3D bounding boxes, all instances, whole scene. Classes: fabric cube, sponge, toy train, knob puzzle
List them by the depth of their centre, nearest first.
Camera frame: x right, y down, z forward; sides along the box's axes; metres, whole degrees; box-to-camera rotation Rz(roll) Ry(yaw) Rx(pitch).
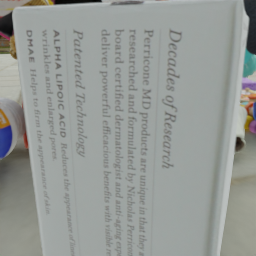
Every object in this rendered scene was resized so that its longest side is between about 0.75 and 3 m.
[{"bbox_3d":[3.202,-0.612,8.632,2.199,0.814,2.928,16,25,39],"label":"toy train"},{"bbox_3d":[-2.047,-3.552,9.423,2.896,2.952,2.942,30,6,-3],"label":"fabric cube"},{"bbox_3d":[4.729,-1.451,11.900,2.173,0.301,2.173,0,21,0],"label":"knob puzzle"},{"bbox_3d":[5.636,-2.433,14.848,1.463,0.391,2.623,1,19,3],"label":"sponge"}]

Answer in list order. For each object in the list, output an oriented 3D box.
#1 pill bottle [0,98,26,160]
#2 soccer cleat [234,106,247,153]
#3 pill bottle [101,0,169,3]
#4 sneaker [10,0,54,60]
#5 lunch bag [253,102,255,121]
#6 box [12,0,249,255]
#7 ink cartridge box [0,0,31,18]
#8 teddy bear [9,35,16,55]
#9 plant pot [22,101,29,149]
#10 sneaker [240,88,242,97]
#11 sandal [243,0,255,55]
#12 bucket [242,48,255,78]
[{"bbox_3d":[-3.047,0.163,5.316,1.411,1.411,2.519,4,18,12],"label":"pill bottle"},{"bbox_3d":[2.314,0.137,6.485,1.013,0.905,2.613,32,33,30],"label":"soccer cleat"},{"bbox_3d":[0.232,-2.910,6.474,1.407,1.407,2.509,8,-11,23],"label":"pill bottle"},{"bbox_3d":[-2.335,-2.685,7.039,1.043,1.253,2.782,13,-23,-22],"label":"sneaker"},{"bbox_3d":[3.803,-0.315,6.855,1.197,1.166,1.762,42,32,4],"label":"lunch bag"},{"bbox_3d":[0.383,0.017,3.517,1.821,2.786,2.772,7,20,21],"label":"box"},{"bbox_3d":[-2.790,-2.505,4.710,1.684,0.968,2.321,-15,17,-38],"label":"ink cartridge box"},{"bbox_3d":[-0.986,-1.468,5.062,2.144,0.716,1.554,19,32,2],"label":"teddy bear"},{"bbox_3d":[-1.431,-0.588,6.912,2.067,2.125,2.125,0,17,-26],"label":"plant pot"},{"bbox_3d":[2.193,-0.873,7.451,1.156,1.171,2.949,38,57,25],"label":"sneaker"},{"bbox_3d":[3.387,-3.159,7.311,0.526,2.457,0.934,-25,37,-9],"label":"sandal"},{"bbox_3d":[3.541,-2.062,8.737,0.895,0.895,0.582,18,-13,44],"label":"bucket"}]
